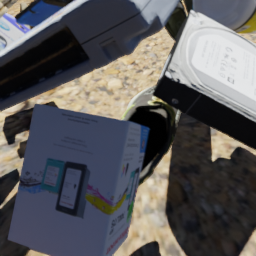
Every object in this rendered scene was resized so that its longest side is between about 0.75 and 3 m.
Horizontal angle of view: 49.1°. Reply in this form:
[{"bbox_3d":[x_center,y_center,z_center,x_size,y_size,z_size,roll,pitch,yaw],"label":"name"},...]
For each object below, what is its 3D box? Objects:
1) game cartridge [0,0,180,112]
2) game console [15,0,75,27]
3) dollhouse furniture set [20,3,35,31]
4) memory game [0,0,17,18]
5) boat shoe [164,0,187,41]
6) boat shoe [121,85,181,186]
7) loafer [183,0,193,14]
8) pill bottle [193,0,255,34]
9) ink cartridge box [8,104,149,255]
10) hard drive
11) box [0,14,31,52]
[{"bbox_3d":[-0.657,-0.904,2.810,2.496,0.518,1.662,-15,37,34],"label":"game cartridge"},{"bbox_3d":[-1.287,-2.652,5.397,1.380,0.957,1.617,-18,2,33],"label":"game console"},{"bbox_3d":[-2.644,-3.290,6.662,2.720,1.917,1.906,-2,63,-28],"label":"dollhouse furniture set"},{"bbox_3d":[-2.721,-1.128,4.173,2.924,0.186,2.924,-26,37,21],"label":"memory game"},{"bbox_3d":[1.137,-3.191,7.536,0.809,2.264,0.744,-28,32,19],"label":"boat shoe"},{"bbox_3d":[0.289,0.034,3.931,0.859,0.725,2.409,42,52,-7],"label":"boat shoe"},{"bbox_3d":[1.974,-4.043,8.330,0.643,1.845,0.694,-15,0,-22],"label":"loafer"},{"bbox_3d":[2.435,-2.541,5.615,2.255,1.255,1.255,-15,40,-41],"label":"pill bottle"},{"bbox_3d":[-0.383,0.458,2.542,0.838,1.147,0.842,11,0,15],"label":"ink cartridge box"},{"bbox_3d":[1.552,-0.493,3.549,2.244,0.425,1.568,28,51,-4],"label":"hard drive"},{"bbox_3d":[-2.484,-1.406,5.444,0.365,1.047,1.759,-20,43,43],"label":"box"}]
